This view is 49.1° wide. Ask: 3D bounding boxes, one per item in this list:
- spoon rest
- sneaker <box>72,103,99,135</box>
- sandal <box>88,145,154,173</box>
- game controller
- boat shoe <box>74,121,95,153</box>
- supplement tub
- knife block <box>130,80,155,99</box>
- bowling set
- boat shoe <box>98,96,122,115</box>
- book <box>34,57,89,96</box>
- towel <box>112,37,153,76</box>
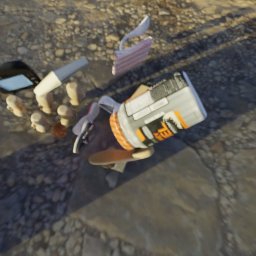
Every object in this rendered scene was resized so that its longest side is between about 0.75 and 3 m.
[{"bbox_3d":[0.220,-3.536,10.692,0.544,0.892,1.796,33,85,-14],"label":"spoon rest"},{"bbox_3d":[-1.627,-0.332,10.089,0.644,0.606,1.574,9,43,25],"label":"sneaker"},{"bbox_3d":[-0.181,1.094,8.816,2.182,0.718,0.800,-13,23,20],"label":"sandal"},{"bbox_3d":[-3.749,-1.565,9.179,1.479,2.836,0.597,-8,90,-7],"label":"game controller"},{"bbox_3d":[-1.275,0.290,8.161,0.305,0.374,1.012,20,67,4],"label":"boat shoe"},{"bbox_3d":[0.822,-0.403,8.075,2.479,1.519,1.519,-28,52,18],"label":"supplement tub"},{"bbox_3d":[0.463,-1.159,9.100,0.981,0.314,0.861,-13,51,-1],"label":"knife block"},{"bbox_3d":[-2.702,-0.341,9.752,2.697,1.448,1.877,-12,73,-9],"label":"bowling set"},{"bbox_3d":[-0.432,-0.611,10.159,1.447,0.512,0.502,27,46,6],"label":"boat shoe"},{"bbox_3d":[-2.182,-1.706,9.198,0.418,1.163,1.740,55,37,-14],"label":"book"},{"bbox_3d":[0.108,-2.717,10.742,1.501,2.051,0.307,-27,87,-9],"label":"towel"}]
